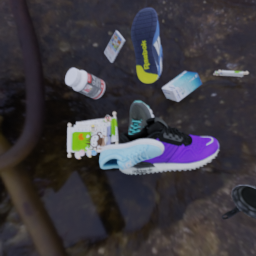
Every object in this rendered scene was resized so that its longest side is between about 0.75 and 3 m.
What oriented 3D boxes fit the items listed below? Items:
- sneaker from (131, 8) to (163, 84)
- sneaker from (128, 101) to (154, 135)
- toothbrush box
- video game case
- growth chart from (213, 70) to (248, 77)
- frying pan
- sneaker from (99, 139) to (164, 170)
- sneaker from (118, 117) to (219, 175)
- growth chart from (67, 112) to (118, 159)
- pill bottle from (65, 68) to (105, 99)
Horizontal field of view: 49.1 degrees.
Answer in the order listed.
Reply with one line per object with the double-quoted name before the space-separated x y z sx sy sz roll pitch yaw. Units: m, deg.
"sneaker" 0.592 -2.370 8.217 0.784 0.872 2.119 1 98 22
"sneaker" 0.299 0.229 8.056 0.767 0.901 1.976 0 101 27
"toothbrush box" 1.758 -1.379 9.246 1.046 0.766 0.446 -36 115 -10
"video game case" -0.406 -2.354 8.126 0.068 0.755 0.541 7 39 -40
"growth chart" 2.856 -1.522 7.911 0.871 1.204 0.107 7 98 15
"frying pan" 2.777 1.864 6.445 0.933 1.542 0.251 31 50 31
"sneaker" 0.062 0.720 6.558 1.591 0.588 0.652 -12 43 21
"sneaker" 1.002 0.355 7.186 2.683 0.933 1.334 -9 111 0
"growth chart" -1.031 0.249 8.081 1.603 0.142 1.160 -12 76 3
"pill bottle" -1.032 -1.069 6.753 0.518 0.893 0.518 -14 68 37
